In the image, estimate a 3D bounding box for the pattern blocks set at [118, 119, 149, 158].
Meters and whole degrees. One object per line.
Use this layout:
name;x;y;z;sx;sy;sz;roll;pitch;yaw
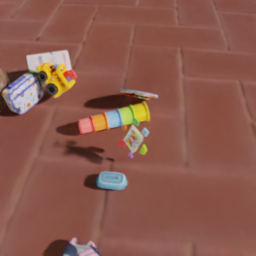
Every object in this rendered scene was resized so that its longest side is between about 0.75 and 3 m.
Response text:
pattern blocks set;0.142;0.344;8.396;0.105;1.297;1.140;-18;48;-40

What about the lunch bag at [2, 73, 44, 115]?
lunch bag;-3.836;-1.254;10.247;0.549;1.165;1.453;23;55;23

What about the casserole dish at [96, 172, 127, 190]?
casserole dish;-0.487;1.533;8.279;0.948;0.184;0.574;6;39;3

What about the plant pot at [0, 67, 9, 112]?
plant pot;-5.531;-1.665;8.960;2.728;2.701;2.728;2;79;-10

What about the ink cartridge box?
ink cartridge box;-3.173;-2.391;11.450;1.646;0.694;1.202;-10;81;-11

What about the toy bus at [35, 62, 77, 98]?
toy bus;-2.550;-1.946;10.341;1.251;1.303;0.884;-23;24;24

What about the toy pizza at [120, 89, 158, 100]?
toy pizza;0.391;-1.229;10.516;1.459;0.231;1.459;11;5;-1

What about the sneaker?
sneaker;-0.814;3.060;6.701;1.482;0.520;0.608;12;51;10

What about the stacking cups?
stacking cups;-0.503;-0.249;9.808;2.449;0.741;0.741;-16;48;-9
